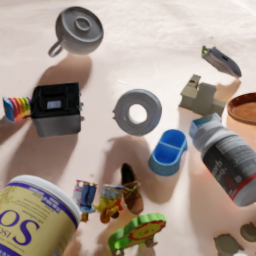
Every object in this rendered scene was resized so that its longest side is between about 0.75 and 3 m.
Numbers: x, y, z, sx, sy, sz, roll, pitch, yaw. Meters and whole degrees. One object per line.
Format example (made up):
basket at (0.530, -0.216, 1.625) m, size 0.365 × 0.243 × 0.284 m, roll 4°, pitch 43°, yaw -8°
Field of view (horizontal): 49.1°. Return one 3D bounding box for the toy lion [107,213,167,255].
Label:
toy lion at (0.217, 2.562, 6.833) m, size 1.458 × 1.397 × 0.500 m, roll -13°, pitch 49°, yaw -12°

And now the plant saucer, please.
plant saucer at (4.869, -0.688, 10.411) m, size 2.300 × 0.371 × 2.300 m, roll -9°, pitch 30°, yaw 5°

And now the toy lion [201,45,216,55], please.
toy lion at (4.047, -3.731, 13.889) m, size 0.813 × 0.279 × 0.780 m, roll 8°, pitch 54°, yaw 8°

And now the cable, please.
cable at (0.333, -0.529, 9.728) m, size 1.680 × 1.681 × 0.582 m, roll 34°, pitch 22°, yaw 3°

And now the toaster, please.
toaster at (-2.620, -0.688, 10.196) m, size 2.002 × 1.188 × 1.810 m, roll -7°, pitch 46°, yaw -6°

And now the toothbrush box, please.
toothbrush box at (2.706, -0.013, 9.844) m, size 1.013 × 0.742 × 0.432 m, roll -16°, pitch 47°, yaw -14°

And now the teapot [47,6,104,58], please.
teapot at (-2.491, -4.400, 13.499) m, size 2.520 × 1.840 × 2.487 m, roll 8°, pitch 65°, yaw -27°

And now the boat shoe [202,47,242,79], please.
boat shoe at (4.145, -2.762, 12.310) m, size 2.023 × 0.661 × 0.744 m, roll 34°, pitch 56°, yaw -18°

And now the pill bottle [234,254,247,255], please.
pill bottle at (1.605, 3.782, 5.497) m, size 2.723 × 1.578 × 1.578 m, roll -23°, pitch 50°, yaw -20°

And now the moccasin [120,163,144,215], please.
moccasin at (0.093, 1.735, 8.148) m, size 0.588 × 0.620 × 1.607 m, roll -11°, pitch 50°, yaw 3°

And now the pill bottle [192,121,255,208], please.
pill bottle at (3.061, 0.999, 8.379) m, size 1.409 × 1.409 × 2.433 m, roll -17°, pitch 47°, yaw -16°

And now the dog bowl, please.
dog bowl at (1.360, 0.740, 9.299) m, size 1.053 × 0.468 × 1.889 m, roll 19°, pitch 48°, yaw 18°

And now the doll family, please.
doll family at (-0.920, 2.050, 7.605) m, size 1.721 × 0.776 × 1.068 m, roll 7°, pitch 81°, yaw 8°

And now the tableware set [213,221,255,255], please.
tableware set at (3.077, 3.157, 7.115) m, size 1.627 × 0.189 × 1.359 m, roll -17°, pitch 47°, yaw -14°

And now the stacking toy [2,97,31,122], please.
stacking toy at (-3.994, -0.895, 10.824) m, size 1.495 × 0.821 × 0.868 m, roll -20°, pitch 45°, yaw -35°

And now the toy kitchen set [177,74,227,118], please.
toy kitchen set at (3.062, -1.489, 10.814) m, size 1.748 × 1.426 × 1.577 m, roll 21°, pitch 49°, yaw 20°

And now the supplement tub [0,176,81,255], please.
supplement tub at (-2.557, 2.731, 6.198) m, size 2.072 × 2.072 × 2.850 m, roll 15°, pitch 46°, yaw 15°
